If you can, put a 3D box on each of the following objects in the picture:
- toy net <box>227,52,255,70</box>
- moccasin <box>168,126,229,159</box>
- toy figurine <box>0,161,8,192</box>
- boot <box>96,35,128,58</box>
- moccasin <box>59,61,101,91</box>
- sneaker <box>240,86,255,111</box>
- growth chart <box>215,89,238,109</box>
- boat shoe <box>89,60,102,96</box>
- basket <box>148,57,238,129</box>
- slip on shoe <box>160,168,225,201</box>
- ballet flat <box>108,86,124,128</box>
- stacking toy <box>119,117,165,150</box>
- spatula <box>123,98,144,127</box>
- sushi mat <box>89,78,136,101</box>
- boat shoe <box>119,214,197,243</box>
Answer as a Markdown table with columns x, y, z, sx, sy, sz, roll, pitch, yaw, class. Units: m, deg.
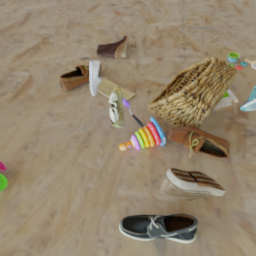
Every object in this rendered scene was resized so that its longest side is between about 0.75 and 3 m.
| x | y | z | sx | sy | sz | roll | pitch | yaw | class |
| --- | --- | --- | --- | --- | --- | --- | --- | --- | --- |
| 5.347 | -2.932 | 12.543 | 1.783 | 0.344 | 0.936 | 12 | 45 | 12 | toy net |
| 2.152 | 0.498 | 8.583 | 1.920 | 0.702 | 0.741 | 22 | 38 | -3 | moccasin |
| -3.872 | 1.350 | 8.002 | 0.955 | 0.717 | 0.879 | -31 | 32 | 3 | toy figurine |
| -0.718 | -3.961 | 13.415 | 1.424 | 0.619 | 1.712 | 6 | 47 | 4 | boot |
| -1.950 | -2.268 | 11.520 | 2.042 | 0.788 | 0.747 | -29 | 51 | -27 | moccasin |
| 3.696 | -0.921 | 8.018 | 0.454 | 1.169 | 0.533 | 17 | 50 | -32 | sneaker |
| 3.104 | -1.182 | 10.786 | 2.092 | 0.186 | 1.514 | -17 | 47 | -14 | growth chart |
| -1.196 | -1.842 | 10.472 | 0.442 | 1.352 | 0.497 | 2 | 27 | 2 | boat shoe |
| 2.195 | -1.391 | 9.458 | 1.981 | 1.898 | 2.659 | 36 | 58 | 15 | basket |
| 1.685 | 1.563 | 7.262 | 2.085 | 0.632 | 0.793 | 16 | 21 | -39 | slip on shoe |
| -0.405 | -0.692 | 8.968 | 0.500 | 0.500 | 1.413 | -5 | 80 | -5 | ballet flat |
| 0.388 | 0.374 | 8.887 | 1.453 | 0.843 | 0.797 | -23 | 54 | -6 | stacking toy |
| 0.119 | -0.519 | 9.329 | 0.143 | 0.394 | 1.393 | -27 | 61 | -13 | spatula |
| -0.641 | -1.505 | 11.221 | 1.843 | 0.112 | 0.882 | 33 | 54 | 29 | sushi mat |
| 0.725 | 2.339 | 6.822 | 1.897 | 0.642 | 0.681 | 2 | 43 | 5 | boat shoe |
